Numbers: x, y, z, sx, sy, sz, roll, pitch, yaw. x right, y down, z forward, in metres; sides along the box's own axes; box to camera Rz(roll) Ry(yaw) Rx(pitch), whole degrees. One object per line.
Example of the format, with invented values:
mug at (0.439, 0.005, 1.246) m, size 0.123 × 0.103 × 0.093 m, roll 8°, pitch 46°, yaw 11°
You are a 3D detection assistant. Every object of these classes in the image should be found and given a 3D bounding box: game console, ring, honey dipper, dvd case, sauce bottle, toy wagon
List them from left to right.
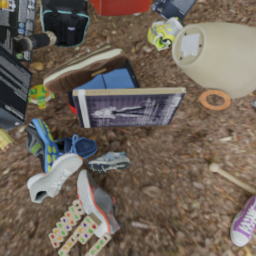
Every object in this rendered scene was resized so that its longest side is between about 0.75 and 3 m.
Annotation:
sauce bottle at (-3.023, 0.155, 6.528) m, size 0.989 × 0.327 × 0.327 m, roll 43°, pitch 66°, yaw 14°
toy wagon at (-2.723, -0.991, 8.758) m, size 0.776 × 0.198 × 1.000 m, roll -13°, pitch 46°, yaw -10°
game console at (-0.954, -1.677, 10.436) m, size 2.648 × 0.465 × 2.994 m, roll -11°, pitch 45°, yaw -7°
dvd case at (-0.018, -0.486, 7.410) m, size 2.656 × 1.975 × 0.212 m, roll -2°, pitch 68°, yaw -5°
ring at (2.586, -0.837, 8.325) m, size 0.877 × 0.877 × 0.084 m, roll 15°, pitch 59°, yaw 10°
honey dipper at (3.621, 1.831, 8.530) m, size 2.555 × 0.485 × 0.485 m, roll 31°, pitch 62°, yaw 24°

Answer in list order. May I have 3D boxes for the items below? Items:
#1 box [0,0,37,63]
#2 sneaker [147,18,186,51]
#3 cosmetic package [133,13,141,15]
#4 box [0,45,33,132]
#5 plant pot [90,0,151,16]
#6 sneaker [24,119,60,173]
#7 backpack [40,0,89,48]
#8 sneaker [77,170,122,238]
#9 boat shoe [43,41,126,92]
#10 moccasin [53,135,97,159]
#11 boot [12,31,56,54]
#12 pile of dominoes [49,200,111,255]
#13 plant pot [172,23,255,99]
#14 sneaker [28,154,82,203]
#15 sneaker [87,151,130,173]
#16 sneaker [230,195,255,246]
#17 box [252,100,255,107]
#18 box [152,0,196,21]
box at (-4.400, -3.659, 8.744) m, size 2.872 × 2.974 × 0.707 m, roll 1°, pitch 30°, yaw -25°
sneaker at (1.017, -2.912, 8.908) m, size 0.811 × 2.152 × 0.822 m, roll 43°, pitch 86°, yaw -18°
cosmetic package at (-0.325, -4.960, 10.436) m, size 1.878 × 1.060 × 0.762 m, roll 4°, pitch 10°, yaw -17°
box at (-3.707, -1.304, 6.802) m, size 1.037 × 2.629 × 1.856 m, roll -21°, pitch 52°, yaw 19°
plant pot at (-0.418, -4.594, 8.552) m, size 1.715 × 1.944 × 1.946 m, roll -29°, pitch 79°, yaw -13°
sneaker at (-2.150, 0.512, 6.904) m, size 0.639 × 0.546 × 1.541 m, roll -33°, pitch 67°, yaw 13°
backpack at (-2.167, -3.628, 9.512) m, size 1.561 × 1.776 × 1.361 m, roll -4°, pitch 63°, yaw -16°
sneaker at (-0.842, 2.164, 8.233) m, size 0.867 × 0.816 × 2.117 m, roll -5°, pitch 53°, yaw -35°
boat shoe at (-1.306, -1.790, 7.886) m, size 2.420 × 0.894 × 0.895 m, roll -25°, pitch 71°, yaw -20°
moccasin at (-1.988, 0.684, 9.106) m, size 1.943 × 0.663 × 0.782 m, roll -10°, pitch 57°, yaw -6°
boot at (-2.908, -2.638, 8.589) m, size 0.998 × 0.485 × 1.326 m, roll -28°, pitch 24°, yaw -33°
pile of dominoes at (-1.046, 2.203, 5.574) m, size 1.022 × 0.209 × 1.312 m, roll 41°, pitch 108°, yaw 11°
plant pot at (2.455, -2.093, 8.019) m, size 2.377 × 2.226 × 2.226 m, roll 4°, pitch 48°, yaw -39°
sneaker at (-1.370, 1.019, 5.418) m, size 1.252 × 0.474 × 0.576 m, roll -36°, pitch 42°, yaw 8°
sneaker at (-0.650, 1.071, 9.027) m, size 1.354 × 0.526 × 0.584 m, roll -4°, pitch 45°, yaw -11°
sneaker at (3.385, 2.479, 7.792) m, size 0.570 × 0.897 × 1.574 m, roll 28°, pitch 62°, yaw 16°
box at (5.427, -0.546, 10.147) m, size 1.034 × 0.277 × 1.707 m, roll -34°, pitch 64°, yaw -20°
box at (1.581, -4.142, 8.988) m, size 0.758 × 1.417 × 1.051 m, roll 25°, pitch 22°, yaw -25°
